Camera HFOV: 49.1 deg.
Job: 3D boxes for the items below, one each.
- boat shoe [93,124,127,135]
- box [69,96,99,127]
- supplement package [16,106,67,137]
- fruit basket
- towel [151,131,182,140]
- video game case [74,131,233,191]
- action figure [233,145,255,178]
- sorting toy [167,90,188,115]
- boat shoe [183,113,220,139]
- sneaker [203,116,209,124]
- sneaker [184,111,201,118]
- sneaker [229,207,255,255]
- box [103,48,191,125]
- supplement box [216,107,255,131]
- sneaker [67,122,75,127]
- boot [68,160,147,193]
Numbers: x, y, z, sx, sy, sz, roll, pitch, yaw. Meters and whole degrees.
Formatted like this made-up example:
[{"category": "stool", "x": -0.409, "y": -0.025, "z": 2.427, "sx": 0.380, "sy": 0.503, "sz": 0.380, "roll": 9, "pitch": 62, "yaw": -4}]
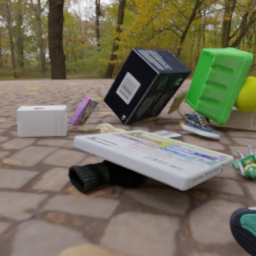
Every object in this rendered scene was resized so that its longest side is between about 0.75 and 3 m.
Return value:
[{"category": "boat shoe", "x": -0.680, "y": 0.284, "z": 9.122, "sx": 0.597, "sy": 0.659, "sz": 1.849, "roll": -28, "pitch": 21, "yaw": -32}, {"category": "box", "x": -1.708, "y": -0.618, "z": 10.900, "sx": 0.235, "sy": 1.201, "sz": 0.821, "roll": 37, "pitch": 7, "yaw": 19}, {"category": "supplement package", "x": -3.252, "y": -0.274, "z": 10.737, "sx": 1.729, "sy": 1.036, "sz": 1.049, "roll": -2, "pitch": 13, "yaw": -9}, {"category": "fruit basket", "x": 4.122, "y": -1.566, "z": 11.099, "sx": 3.102, "sy": 3.102, "sz": 2.238, "roll": -2, "pitch": 23, "yaw": -7}, {"category": "towel", "x": 1.276, "y": 0.271, "z": 10.278, "sx": 1.039, "sy": 0.179, "sz": 1.000, "roll": -9, "pitch": 16, "yaw": -33}, {"category": "video game case", "x": 0.616, "y": 0.557, "z": 6.252, "sx": 2.724, "sy": 0.300, "sz": 2.479, "roll": 16, "pitch": 12, "yaw": 36}, {"category": "action figure", "x": 2.990, "y": 0.852, "z": 6.901, "sx": 0.899, "sy": 0.416, "sz": 1.523, "roll": -33, "pitch": 4, "yaw": 21}, {"category": "sorting toy", "x": 2.483, "y": -1.330, "z": 13.420, "sx": 0.203, "sy": 1.130, "sz": 1.516, "roll": 41, "pitch": 46, "yaw": 20}, {"category": "boat shoe", "x": 2.691, "y": -0.103, "z": 10.189, "sx": 0.549, "sy": 0.704, "sz": 1.551, "roll": 13, "pitch": 6, "yaw": -43}, {"category": "sneaker", "x": 3.366, "y": -0.353, "z": 12.489, "sx": 0.424, "sy": 0.389, "sz": 0.996, "roll": -4, "pitch": -1, "yaw": 1}, {"category": "sneaker", "x": 3.357, "y": -0.697, "z": 13.764, "sx": 1.150, "sy": 0.497, "sz": 0.462, "roll": 2, "pitch": 12, "yaw": 11}, {"category": "sneaker", "x": 2.437, "y": 1.544, "z": 3.912, "sx": 2.053, "sy": 0.764, "sz": 0.899, "roll": 14, "pitch": 6, "yaw": 13}, {"category": "box", "x": 0.873, "y": -1.906, "z": 12.797, "sx": 1.730, "sy": 2.897, "sz": 2.946, "roll": 48, "pitch": 35, "yaw": 20}, {"category": "supplement box", "x": 5.133, "y": -0.568, "z": 11.915, "sx": 2.380, "sy": 0.875, "sz": 1.500, "roll": 9, "pitch": 26, "yaw": 33}, {"category": "sneaker", "x": -2.461, "y": -0.238, "z": 12.238, "sx": 0.774, "sy": 0.289, "sz": 0.312, "roll": -9, "pitch": 16, "yaw": -33}, {"category": "boot", "x": -0.457, "y": 1.046, "z": 5.983, "sx": 1.513, "sy": 0.569, "sz": 1.131, "roll": -1, "pitch": 3, "yaw": 44}]
